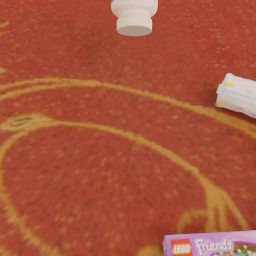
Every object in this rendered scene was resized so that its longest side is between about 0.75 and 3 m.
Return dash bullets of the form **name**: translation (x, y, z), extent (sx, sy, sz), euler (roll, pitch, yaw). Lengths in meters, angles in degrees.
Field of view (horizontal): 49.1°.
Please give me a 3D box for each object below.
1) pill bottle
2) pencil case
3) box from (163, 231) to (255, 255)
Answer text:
- **pill bottle**: translation (0.156, -3.416, 6.913), extent (1.146, 1.146, 2.041), euler (0, 92, 0)
- **pencil case**: translation (3.756, -0.695, 7.832), extent (2.502, 1.040, 1.135), euler (23, 30, 19)
- **box**: translation (2.237, 3.016, 5.178), extent (2.963, 0.579, 2.028), euler (-3, 52, -2)
